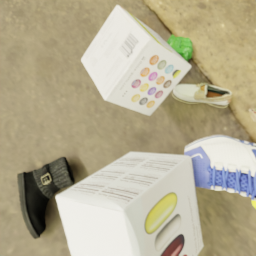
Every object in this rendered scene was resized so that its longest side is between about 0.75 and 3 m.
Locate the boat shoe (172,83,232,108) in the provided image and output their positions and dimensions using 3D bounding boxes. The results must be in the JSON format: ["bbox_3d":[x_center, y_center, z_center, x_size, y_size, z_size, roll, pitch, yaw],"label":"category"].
[{"bbox_3d":[2.722,-1.311,10.306,2.142,0.732,0.800,8,65,4],"label":"boat shoe"}]

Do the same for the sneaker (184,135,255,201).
[{"bbox_3d":[2.588,1.013,5.845,2.862,1.156,1.653,-1,25,6],"label":"sneaker"}]

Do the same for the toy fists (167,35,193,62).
[{"bbox_3d":[1.789,-2.762,10.993,1.112,0.750,2.182,29,67,12],"label":"toy fists"}]

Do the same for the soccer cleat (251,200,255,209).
[{"bbox_3d":[5.043,2.291,8.458,2.426,1.015,0.784,8,65,4],"label":"soccer cleat"}]

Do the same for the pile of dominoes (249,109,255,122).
[{"bbox_3d":[4.226,-0.323,8.205,1.191,0.190,0.929,-3,43,-9],"label":"pile of dominoes"}]

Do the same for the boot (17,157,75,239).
[{"bbox_3d":[-2.417,2.075,8.652,1.676,0.843,2.241,-17,66,-8],"label":"boot"}]

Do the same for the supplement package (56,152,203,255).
[{"bbox_3d":[0.183,1.939,5.688,1.697,2.207,2.308,-1,16,40],"label":"supplement package"}]

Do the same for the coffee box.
[{"bbox_3d":[0.165,-1.624,7.084,1.710,1.694,1.713,-50,50,21],"label":"coffee box"}]
